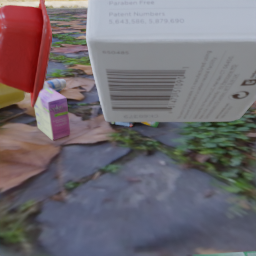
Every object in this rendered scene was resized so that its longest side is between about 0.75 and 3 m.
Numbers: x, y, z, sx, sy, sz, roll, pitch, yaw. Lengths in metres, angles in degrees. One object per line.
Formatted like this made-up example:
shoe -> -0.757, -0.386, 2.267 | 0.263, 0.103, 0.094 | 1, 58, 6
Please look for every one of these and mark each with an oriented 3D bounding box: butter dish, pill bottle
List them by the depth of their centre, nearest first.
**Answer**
butter dish -> -1.978, -1.397, 4.747 | 1.162, 1.572, 1.568 | 5, 37, -23
pill bottle -> -2.554, -1.458, 9.743 | 0.433, 0.433, 0.772 | 22, 33, 35

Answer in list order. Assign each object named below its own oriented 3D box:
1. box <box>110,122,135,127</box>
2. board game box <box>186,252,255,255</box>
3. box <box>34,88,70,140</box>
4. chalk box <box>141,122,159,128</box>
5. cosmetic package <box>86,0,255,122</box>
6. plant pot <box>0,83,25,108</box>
box -> -0.040, -0.337, 7.860 | 0.627, 0.173, 0.917 | 9, 29, 16
board game box -> 1.456, 1.962, 3.426 | 1.343, 0.196, 0.904 | -2, 28, -3
box -> -1.917, -0.361, 6.996 | 0.491, 1.016, 0.894 | -21, 33, -34
chalk box -> 0.620, -0.500, 7.495 | 1.071, 0.666, 0.663 | 18, 32, 2
cosmetic package -> 0.753, -1.855, 4.425 | 2.429, 2.427, 2.944 | 0, 71, 1
plant pot -> -3.941, -1.230, 7.772 | 1.800, 1.914, 1.914 | -12, 30, -29
